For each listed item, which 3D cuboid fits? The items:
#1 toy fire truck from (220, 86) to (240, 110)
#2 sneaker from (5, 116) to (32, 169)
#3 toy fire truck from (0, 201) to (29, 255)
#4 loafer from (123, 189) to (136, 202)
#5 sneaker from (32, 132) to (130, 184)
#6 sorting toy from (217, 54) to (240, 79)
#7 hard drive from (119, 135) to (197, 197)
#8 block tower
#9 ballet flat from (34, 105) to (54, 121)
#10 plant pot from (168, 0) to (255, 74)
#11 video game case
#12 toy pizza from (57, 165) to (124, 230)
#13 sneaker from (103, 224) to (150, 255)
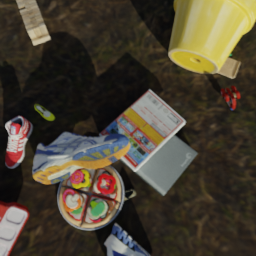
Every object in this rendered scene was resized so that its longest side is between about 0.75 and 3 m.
[{"bbox_3d":[3.230,-0.910,8.822,0.425,0.636,0.758,-16,36,8],"label":"toy fire truck"},{"bbox_3d":[-3.381,0.389,8.343,0.550,0.869,1.545,11,70,4],"label":"sneaker"},{"bbox_3d":[-4.011,2.915,7.019,2.176,1.453,2.591,29,77,-21],"label":"toy fire truck"},{"bbox_3d":[-0.147,1.973,8.073,0.778,0.271,0.293,-27,72,-10],"label":"loafer"},{"bbox_3d":[-1.414,0.539,7.938,2.917,1.098,1.286,-18,55,6],"label":"sneaker"},{"bbox_3d":[3.461,-2.238,9.710,0.756,0.151,1.023,22,74,13],"label":"sorting toy"},{"bbox_3d":[0.662,0.671,8.497,2.359,0.388,1.646,39,74,13],"label":"hard drive"},{"bbox_3d":[-3.563,-4.227,10.170,0.663,0.710,2.455,-22,72,-8],"label":"block tower"},{"bbox_3d":[-2.712,-0.501,9.001,0.784,0.263,0.262,36,72,12],"label":"ballet flat"},{"bbox_3d":[2.516,-3.182,8.922,2.631,2.631,2.476,21,87,8],"label":"plant pot"},{"bbox_3d":[0.436,0.026,8.419,2.164,0.189,1.547,-42,75,-14],"label":"video game case"},{"bbox_3d":[-1.095,1.863,7.956,1.964,0.311,1.964,-3,69,7],"label":"toy pizza"},{"bbox_3d":[-0.020,3.502,7.336,1.766,0.713,1.020,40,79,20],"label":"sneaker"}]
